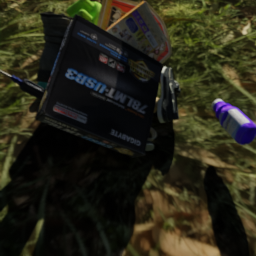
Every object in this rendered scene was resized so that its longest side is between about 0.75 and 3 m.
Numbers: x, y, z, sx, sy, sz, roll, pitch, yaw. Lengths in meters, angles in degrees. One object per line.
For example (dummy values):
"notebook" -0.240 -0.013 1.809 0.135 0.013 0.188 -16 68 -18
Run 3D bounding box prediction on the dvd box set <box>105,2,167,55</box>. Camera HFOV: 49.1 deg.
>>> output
"dvd box set" 0.078 -2.479 7.890 1.716 1.255 0.252 -36 25 7

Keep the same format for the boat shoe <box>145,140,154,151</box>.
"boat shoe" 0.301 0.482 7.697 0.803 0.304 0.242 5 33 -14

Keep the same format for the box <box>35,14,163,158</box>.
"box" -0.547 -0.968 6.973 2.737 0.680 2.717 24 64 -26

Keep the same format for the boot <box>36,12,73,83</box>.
"boot" -1.445 -2.136 8.076 0.981 1.892 2.897 12 8 21

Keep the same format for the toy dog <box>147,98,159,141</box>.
"toy dog" 0.306 -0.589 8.170 1.264 0.923 1.917 8 50 3

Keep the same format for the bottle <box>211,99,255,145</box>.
"bottle" 2.703 -0.221 7.317 0.489 0.625 1.497 -7 39 -16

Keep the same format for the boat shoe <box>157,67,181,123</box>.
"boat shoe" 1.310 -1.039 8.521 0.605 0.758 2.005 -5 63 22

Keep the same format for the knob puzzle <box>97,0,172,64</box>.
"knob puzzle" 0.207 -2.562 8.325 2.632 2.632 0.365 -9 13 -7

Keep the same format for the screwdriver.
"screwdriver" -3.225 -1.464 7.289 0.358 2.564 0.373 9 68 58

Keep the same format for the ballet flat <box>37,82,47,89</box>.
"ballet flat" -2.503 -1.751 9.407 0.480 0.474 1.410 45 82 -12

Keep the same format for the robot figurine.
"robot figurine" -0.927 -3.134 9.327 1.398 2.417 2.120 -19 59 33
